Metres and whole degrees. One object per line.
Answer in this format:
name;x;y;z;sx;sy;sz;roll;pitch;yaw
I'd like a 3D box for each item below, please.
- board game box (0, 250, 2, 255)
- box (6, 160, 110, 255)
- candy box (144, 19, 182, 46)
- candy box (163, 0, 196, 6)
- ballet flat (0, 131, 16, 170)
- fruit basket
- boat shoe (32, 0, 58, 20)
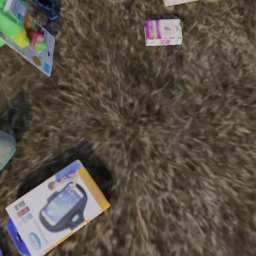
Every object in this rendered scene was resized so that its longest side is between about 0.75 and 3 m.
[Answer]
board game box;-2.903;2.950;5.757;0.720;0.190;0.942;-26;71;-10
box;-1.605;1.794;6.100;2.096;0.435;1.248;-34;72;-15
candy box;0.990;-2.705;7.949;0.997;0.304;0.680;-3;68;-1
candy box;1.857;-4.417;8.526;1.808;0.510;1.055;-12;68;-6
ballet flat;-3.360;1.168;6.000;0.852;0.805;2.529;10;68;40
fruit basket;-2.506;-2.374;6.946;0.839;1.789;1.657;-30;46;29
boat shoe;-2.479;-3.816;8.312;0.556;0.454;1.322;-42;74;-15
